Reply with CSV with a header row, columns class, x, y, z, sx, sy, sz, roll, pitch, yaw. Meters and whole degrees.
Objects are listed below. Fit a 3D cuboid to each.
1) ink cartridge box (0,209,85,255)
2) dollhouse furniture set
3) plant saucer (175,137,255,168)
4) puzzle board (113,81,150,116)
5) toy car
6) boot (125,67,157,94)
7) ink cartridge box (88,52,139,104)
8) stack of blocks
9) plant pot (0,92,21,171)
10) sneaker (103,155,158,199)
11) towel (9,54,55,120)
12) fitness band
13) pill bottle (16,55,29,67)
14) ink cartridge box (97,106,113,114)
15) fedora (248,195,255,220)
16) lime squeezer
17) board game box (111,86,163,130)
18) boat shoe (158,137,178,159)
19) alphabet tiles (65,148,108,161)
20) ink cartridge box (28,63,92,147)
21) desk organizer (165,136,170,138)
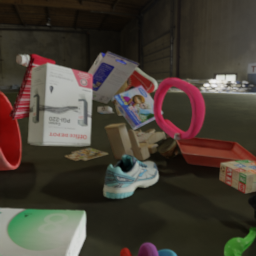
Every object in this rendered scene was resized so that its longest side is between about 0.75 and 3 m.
class,x,y,z,sx,sy,sz,roll,pitch,yaw
ink cartridge box,-2.206,2.344,4.709,2.375,0.739,2.952,1,10,5
dollhouse furniture set,0.643,0.114,11.797,2.885,1.409,2.461,-26,14,-37
plant saucer,3.316,0.984,11.138,2.801,0.514,2.796,7,12,1
puzzle board,0.195,-1.597,14.647,2.187,0.252,2.902,3,46,-22
toy car,0.219,2.259,4.230,1.362,1.022,1.192,-3,11,-15
boot,0.052,-2.320,14.376,1.742,0.874,2.415,-35,55,-31
ink cartridge box,-0.719,-1.758,9.561,1.183,0.466,2.378,17,-36,-27
stack of blocks,4.153,1.475,9.073,2.010,0.589,1.157,-5,12,-21
plant pot,-5.545,0.328,9.980,2.546,2.878,2.878,-12,13,-6
sneaker,0.210,1.317,8.658,0.960,1.067,2.472,8,14,32
towel,-3.296,-1.402,9.741,0.251,2.234,1.616,25,11,6
fitness band,1.285,-0.540,7.532,0.381,1.463,2.036,0,23,-25
pill bottle,-4.094,-2.721,11.395,0.468,0.468,0.818,7,6,29
ink cartridge box,-1.098,-0.893,13.956,0.750,0.250,0.435,-2,-13,24
fedora,3.373,2.027,6.455,1.214,0.554,1.214,5,15,-1
lime squeezer,2.254,2.495,4.817,1.045,0.558,2.958,31,10,-3
board game box,0.365,-0.811,10.740,1.463,1.466,0.302,-27,-18,-35
boat shoe,1.728,0.879,11.372,0.753,0.711,2.092,-23,3,17
alphabet tiles,-1.857,1.143,12.029,1.293,0.058,1.546,11,16,43
ink cartridge box,-1.866,-0.554,7.838,1.548,2.125,0.901,5,-4,-44
desk organizer,2.052,0.667,13.574,0.402,0.374,1.044,3,12,2
